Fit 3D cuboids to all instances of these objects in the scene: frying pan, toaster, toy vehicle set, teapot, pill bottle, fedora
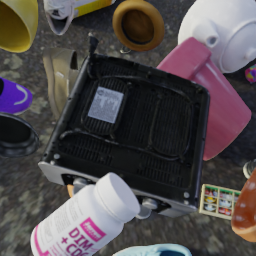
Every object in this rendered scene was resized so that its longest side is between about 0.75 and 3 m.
[{"bbox_3d":[-2.006,0.315,4.516,1.029,1.702,0.277,16,46,-17],"label":"frying pan"},{"bbox_3d":[0.027,0.066,4.932,2.376,1.559,2.628,17,61,-2],"label":"toaster"},{"bbox_3d":[2.518,1.956,7.300,1.203,0.159,0.748,11,61,6],"label":"toy vehicle set"},{"bbox_3d":[3.068,-2.653,8.457,2.780,2.744,2.030,-35,55,-6],"label":"teapot"},{"bbox_3d":[-0.498,1.132,3.366,1.207,0.684,0.684,-40,65,8],"label":"pill bottle"},{"bbox_3d":[-1.543,-5.221,10.569,2.844,1.554,1.554,-26,64,-15],"label":"pill bottle"},{"bbox_3d":[0.307,-2.740,7.351,1.454,1.454,0.593,10,51,6],"label":"fedora"}]

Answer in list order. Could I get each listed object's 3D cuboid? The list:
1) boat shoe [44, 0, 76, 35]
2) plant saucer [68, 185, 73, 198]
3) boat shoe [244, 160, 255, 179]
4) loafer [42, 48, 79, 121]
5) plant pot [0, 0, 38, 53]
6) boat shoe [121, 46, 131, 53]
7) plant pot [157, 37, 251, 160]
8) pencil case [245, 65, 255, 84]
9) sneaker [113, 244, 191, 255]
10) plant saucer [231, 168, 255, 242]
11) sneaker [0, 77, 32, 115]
[{"bbox_3d":[-1.576,-2.881,6.537,0.775,2.106,0.688,12,78,-4],"label":"boat shoe"},{"bbox_3d":[-0.539,1.282,7.541,2.227,0.417,2.227,0,61,0],"label":"plant saucer"},{"bbox_3d":[4.252,1.127,7.477,2.080,0.703,0.747,3,59,0],"label":"boat shoe"},{"bbox_3d":[-1.337,-0.886,6.326,0.799,0.901,2.370,-18,74,1],"label":"loafer"},{"bbox_3d":[-2.508,-2.494,6.011,1.397,1.397,0.992,15,58,8],"label":"plant pot"},{"bbox_3d":[0.064,-2.951,10.035,0.785,0.265,0.282,-33,67,-16],"label":"boat shoe"},{"bbox_3d":[1.708,-0.580,7.505,2.454,2.742,2.742,42,67,4],"label":"plant pot"},{"bbox_3d":[4.471,-1.940,9.318,1.203,0.532,0.532,-31,65,-16],"label":"pencil case"},{"bbox_3d":[0.419,2.989,6.318,2.064,0.846,0.763,-12,60,-7],"label":"sneaker"},{"bbox_3d":[2.811,0.664,4.692,0.476,2.952,2.952,36,66,14],"label":"plant saucer"},{"bbox_3d":[-2.832,-0.791,5.097,2.134,1.061,0.742,11,65,-21],"label":"sneaker"}]
